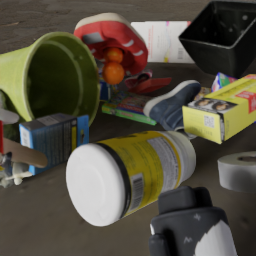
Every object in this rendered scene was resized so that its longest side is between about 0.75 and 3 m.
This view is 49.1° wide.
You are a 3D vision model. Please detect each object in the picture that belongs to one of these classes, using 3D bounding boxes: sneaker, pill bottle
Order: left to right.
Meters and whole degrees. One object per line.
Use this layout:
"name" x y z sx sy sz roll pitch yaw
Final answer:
"pill bottle" 0.174 0.751 5.091 1.306 1.306 2.285 29 27 37
"sneaker" 0.369 -1.640 9.521 1.118 0.451 0.417 -14 31 40
"sneaker" 1.632 -0.481 7.566 2.016 0.766 1.456 -31 52 -26

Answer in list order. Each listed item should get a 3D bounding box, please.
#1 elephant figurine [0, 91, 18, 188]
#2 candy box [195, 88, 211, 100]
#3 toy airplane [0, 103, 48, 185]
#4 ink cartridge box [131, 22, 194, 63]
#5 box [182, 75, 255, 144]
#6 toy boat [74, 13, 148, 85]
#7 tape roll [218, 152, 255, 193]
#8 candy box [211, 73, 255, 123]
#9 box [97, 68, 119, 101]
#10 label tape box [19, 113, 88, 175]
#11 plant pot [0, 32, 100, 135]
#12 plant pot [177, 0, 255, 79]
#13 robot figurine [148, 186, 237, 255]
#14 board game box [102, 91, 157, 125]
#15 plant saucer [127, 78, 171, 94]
"elephant figurine" -3.380 0.012 6.525 2.582 2.003 1.827 13 -1 1
"candy box" 2.672 -1.067 9.132 0.898 0.248 0.518 12 37 19
"toy airplane" -2.464 0.352 4.754 1.721 1.214 1.713 40 23 9
"ink cartridge box" 1.494 -3.562 11.600 2.732 1.591 0.922 4 20 6
"box" 2.488 -0.536 6.398 2.625 0.658 0.988 -24 28 -30
"toy boat" -0.400 -1.968 7.849 1.565 1.567 2.398 -3 -11 28
"tape roll" 2.540 0.809 5.412 1.505 0.497 1.505 -7 2 0
"candy box" 3.315 -0.865 8.174 1.618 0.623 1.368 21 35 1
"box" -1.560 -1.530 9.301 2.422 0.849 0.779 9 34 14
"label tape box" -1.594 0.268 6.220 0.460 1.049 1.454 25 31 36
"plant pot" -2.505 -1.061 7.418 2.435 2.649 2.649 5 32 30
"plant pot" 3.529 -3.035 10.096 2.213 1.968 2.218 -49 45 -13
"robot figurine" 0.893 1.660 3.699 1.286 1.068 1.712 -6 66 -4
"board game box" 0.240 -0.649 8.515 1.730 0.252 1.164 15 35 21
"plant saucer" 0.711 -1.338 9.058 1.084 0.199 1.082 -14 -2 -41
